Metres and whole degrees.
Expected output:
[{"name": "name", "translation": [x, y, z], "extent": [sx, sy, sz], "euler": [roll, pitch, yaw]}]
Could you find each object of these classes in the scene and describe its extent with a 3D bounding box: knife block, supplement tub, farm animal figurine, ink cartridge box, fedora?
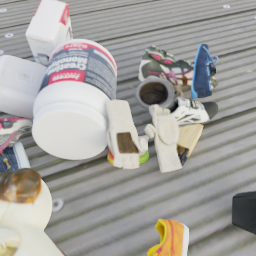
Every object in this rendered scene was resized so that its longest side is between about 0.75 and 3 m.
[{"name": "knife block", "translation": [1.588, 0.509, 7.586], "extent": [1.296, 0.415, 1.138], "euler": [-10, 48, -10]}, {"name": "supplement tub", "translation": [-1.378, -0.847, 7.713], "extent": [2.071, 2.071, 2.952], "euler": [0, 47, 0]}, {"name": "farm animal figurine", "translation": [1.388, -1.236, 8.716], "extent": [1.031, 1.019, 0.537], "euler": [2, 45, -17]}, {"name": "ink cartridge box", "translation": [-2.499, -2.890, 9.310], "extent": [0.903, 2.108, 1.556], "euler": [12, 68, 1]}, {"name": "fedora", "translation": [0.749, -0.914, 8.112], "extent": [1.095, 0.494, 0.968], "euler": [-15, 76, -4]}]

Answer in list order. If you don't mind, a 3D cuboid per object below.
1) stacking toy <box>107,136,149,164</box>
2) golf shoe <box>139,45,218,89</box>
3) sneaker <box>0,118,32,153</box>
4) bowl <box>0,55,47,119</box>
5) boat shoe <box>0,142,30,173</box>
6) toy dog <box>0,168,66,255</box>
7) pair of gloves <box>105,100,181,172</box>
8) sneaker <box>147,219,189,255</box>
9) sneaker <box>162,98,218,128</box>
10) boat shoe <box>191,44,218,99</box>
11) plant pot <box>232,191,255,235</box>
[{"name": "stacking toy", "translation": [0.036, 0.388, 7.629], "extent": [1.104, 0.515, 1.219], "euler": [5, 47, 5]}, {"name": "golf shoe", "translation": [1.666, -1.756, 9.422], "extent": [2.708, 1.193, 1.045], "euler": [20, 19, -10]}, {"name": "sneaker", "translation": [-3.120, 0.134, 7.206], "extent": [0.798, 0.739, 1.979], "euler": [1, 7, 5]}, {"name": "bowl", "translation": [-3.182, -1.342, 8.518], "extent": [1.955, 0.730, 1.952], "euler": [16, 53, -23]}, {"name": "boat shoe", "translation": [-2.772, 1.235, 6.626], "extent": [1.003, 0.781, 2.209], "euler": [-22, 39, -18]}, {"name": "toy dog", "translation": [-1.805, 2.051, 4.593], "extent": [2.717, 1.955, 2.802], "euler": [-13, 66, -18]}, {"name": "pair of gloves", "translation": [0.446, 0.180, 6.797], "extent": [2.045, 0.359, 1.739], "euler": [6, 69, -29]}, {"name": "sneaker", "translation": [0.683, 2.624, 5.089], "extent": [0.763, 0.722, 1.979], "euler": [13, 40, -1]}, {"name": "sneaker", "translation": [1.717, -0.522, 8.060], "extent": [1.892, 0.837, 0.701], "euler": [-17, 37, -5]}, {"name": "boat shoe", "translation": [2.305, -1.658, 8.354], "extent": [0.664, 0.814, 1.934], "euler": [5, 68, 17]}, {"name": "plant pot", "translation": [2.668, 1.769, 5.996], "extent": [0.757, 0.854, 0.852], "euler": [1, 87, 32]}]
